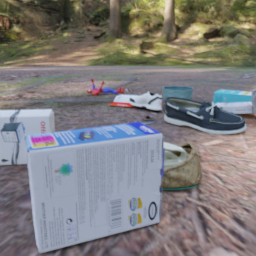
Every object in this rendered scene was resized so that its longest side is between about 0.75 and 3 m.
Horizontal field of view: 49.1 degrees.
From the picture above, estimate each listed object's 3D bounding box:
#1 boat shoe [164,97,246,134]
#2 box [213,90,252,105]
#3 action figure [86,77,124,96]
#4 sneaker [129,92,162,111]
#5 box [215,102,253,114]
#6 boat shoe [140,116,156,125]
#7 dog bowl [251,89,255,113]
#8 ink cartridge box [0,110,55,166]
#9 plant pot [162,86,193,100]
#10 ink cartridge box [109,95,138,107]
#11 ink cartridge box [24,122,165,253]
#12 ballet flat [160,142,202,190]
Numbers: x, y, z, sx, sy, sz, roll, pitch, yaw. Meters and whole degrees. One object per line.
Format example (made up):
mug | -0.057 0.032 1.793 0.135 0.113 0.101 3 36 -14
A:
boat shoe | 2.524 -0.481 9.577 2.890 0.872 1.093 10 29 29
box | 5.542 -1.265 12.999 2.874 0.706 1.182 10 18 32
action figure | -1.432 -2.547 16.990 2.317 1.147 0.756 -10 18 -24
sneaker | 0.818 -1.253 12.656 0.721 0.782 1.955 1 10 -44
box | 4.443 -0.844 11.785 1.629 0.335 1.270 -1 12 31
boat shoe | 0.773 -0.310 10.351 0.750 0.272 0.271 -15 19 -42
dog bowl | 5.781 -1.226 9.824 2.927 0.858 2.927 -11 -4 -1
ink cartridge box | -2.635 0.216 6.716 1.644 1.204 0.706 -2 16 -7
plant pot | 2.297 -1.397 13.041 1.411 0.945 1.411 0 15 0
ink cartridge box | -0.119 -1.349 13.859 1.260 0.372 1.575 7 15 24
ink cartridge box | -0.315 0.765 4.195 2.194 1.497 0.838 -6 17 -21
ballet flat | 0.003 0.728 5.326 2.988 0.975 1.053 -5 16 -17
